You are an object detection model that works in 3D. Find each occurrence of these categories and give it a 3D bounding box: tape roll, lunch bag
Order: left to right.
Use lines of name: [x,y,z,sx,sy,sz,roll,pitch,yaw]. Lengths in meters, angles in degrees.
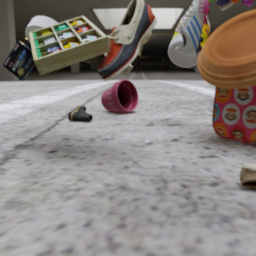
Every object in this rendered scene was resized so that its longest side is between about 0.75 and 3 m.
tape roll: [-2.638,-2.963,9.118,1.314,0.459,1.314,16,-27,8]
lunch bag: [3.854,-0.830,8.030,1.200,2.581,2.930,-8,15,-33]

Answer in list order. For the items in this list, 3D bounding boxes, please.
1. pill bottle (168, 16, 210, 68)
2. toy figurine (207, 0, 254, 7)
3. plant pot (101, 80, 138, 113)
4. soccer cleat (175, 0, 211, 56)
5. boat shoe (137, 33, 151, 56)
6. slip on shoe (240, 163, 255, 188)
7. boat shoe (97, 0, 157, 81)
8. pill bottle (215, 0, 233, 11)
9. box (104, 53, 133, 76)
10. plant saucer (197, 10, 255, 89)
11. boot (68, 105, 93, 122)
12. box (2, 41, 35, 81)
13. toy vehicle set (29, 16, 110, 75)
pill bottle: [2.306,-3.347,10.320,1.206,1.206,2.208,6,53,25]
toy figurine: [1.978,-2.571,4.932,0.907,1.209,1.112,-24,57,-19]
plant pot: [-0.510,-1.456,13.839,1.418,1.584,1.584,-11,2,42]
soccer cleat: [1.570,-2.640,6.914,0.711,1.646,0.575,6,16,-1]
boat shoe: [0.458,-3.138,9.532,0.608,0.692,1.943,28,-25,-8]
slip on shoe: [2.684,0.983,4.995,1.307,0.497,0.396,14,56,21]
boat shoe: [-0.099,-2.162,6.740,0.866,0.761,2.433,2,53,48]
pill bottle: [2.347,-3.569,7.112,0.556,1.001,0.556,-37,18,14]
box: [-0.436,-2.896,12.028,0.633,0.527,1.540,14,33,-42]
plant saucer: [3.292,-2.332,7.698,2.984,0.558,2.984,-23,40,21]
boot: [-1.824,-0.556,11.916,0.950,0.532,1.373,8,27,14]
box: [-3.544,-2.216,9.290,0.813,1.023,0.235,39,17,-5]
toy vehicle set: [-1.601,-2.201,7.100,1.644,0.351,2.646,-22,36,-9]
